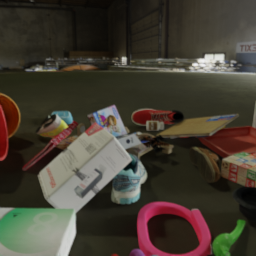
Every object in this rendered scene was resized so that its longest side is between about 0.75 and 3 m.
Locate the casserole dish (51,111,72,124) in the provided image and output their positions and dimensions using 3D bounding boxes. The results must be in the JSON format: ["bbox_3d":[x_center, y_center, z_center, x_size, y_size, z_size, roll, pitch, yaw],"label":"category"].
[{"bbox_3d":[-3.735,-0.588,15.594,1.216,0.389,2.008,-4,17,-12],"label":"casserole dish"}]

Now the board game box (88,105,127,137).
[{"bbox_3d":[-0.724,-0.017,10.737,0.302,1.466,1.463,-21,5,35],"label":"board game box"}]

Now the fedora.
[{"bbox_3d":[3.096,1.893,6.669,1.214,0.554,1.214,1,17,0],"label":"fedora"}]

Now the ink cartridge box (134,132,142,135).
[{"bbox_3d":[0.519,0.427,12.292,0.435,0.250,0.750,-9,18,-28],"label":"ink cartridge box"}]

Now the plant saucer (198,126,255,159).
[{"bbox_3d":[4.437,0.634,11.052,2.801,0.514,2.796,-4,17,-12],"label":"plant saucer"}]

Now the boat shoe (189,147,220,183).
[{"bbox_3d":[2.620,1.094,9.077,0.711,0.753,2.092,1,18,-5],"label":"boat shoe"}]

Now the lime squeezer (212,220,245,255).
[{"bbox_3d":[2.096,2.501,4.999,1.045,0.558,2.958,30,13,-7],"label":"lime squeezer"}]

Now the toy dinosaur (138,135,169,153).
[{"bbox_3d":[0.982,0.514,10.444,1.279,0.653,0.868,-12,10,-24],"label":"toy dinosaur"}]

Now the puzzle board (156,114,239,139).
[{"bbox_3d":[2.923,-0.016,12.046,2.187,0.252,2.902,-25,12,-36],"label":"puzzle board"}]

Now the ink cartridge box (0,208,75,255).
[{"bbox_3d":[-2.372,2.408,4.709,2.375,0.739,2.952,0,15,3],"label":"ink cartridge box"}]

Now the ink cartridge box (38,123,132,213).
[{"bbox_3d":[-1.171,1.020,7.264,2.125,0.901,1.548,-41,27,-9],"label":"ink cartridge box"}]

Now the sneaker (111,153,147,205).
[{"bbox_3d":[0.083,1.180,8.208,0.960,1.067,2.472,2,17,3],"label":"sneaker"}]

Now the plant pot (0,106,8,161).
[{"bbox_3d":[-5.938,0.027,9.670,2.546,2.878,2.878,-13,18,-8],"label":"plant pot"}]

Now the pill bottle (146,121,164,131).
[{"bbox_3d":[1.315,-0.098,13.708,0.818,0.468,0.468,-1,16,-2],"label":"pill bottle"}]

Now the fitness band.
[{"bbox_3d":[0.931,2.194,5.963,1.463,0.381,2.036,-1,16,-1],"label":"fitness band"}]

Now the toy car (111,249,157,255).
[{"bbox_3d":[0.052,2.354,4.249,1.362,1.022,1.192,-4,16,-13],"label":"toy car"}]

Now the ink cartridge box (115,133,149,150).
[{"bbox_3d":[-0.582,0.615,9.439,2.378,0.466,1.183,-17,3,-29],"label":"ink cartridge box"}]

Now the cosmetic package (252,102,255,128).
[{"bbox_3d":[6.668,-0.204,11.829,1.698,1.708,2.042,-5,17,-19],"label":"cosmetic package"}]

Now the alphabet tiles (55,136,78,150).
[{"bbox_3d":[-2.356,0.638,11.921,1.293,0.058,1.546,13,20,36],"label":"alphabet tiles"}]

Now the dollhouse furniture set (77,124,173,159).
[{"bbox_3d":[-0.104,0.333,10.550,2.885,1.409,2.461,10,20,32],"label":"dollhouse furniture set"}]

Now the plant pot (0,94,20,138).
[{"bbox_3d":[-6.131,-0.405,12.444,2.086,2.086,1.910,-12,4,-36],"label":"plant pot"}]

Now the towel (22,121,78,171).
[{"bbox_3d":[-2.728,0.575,10.008,1.616,0.251,2.234,-38,9,20],"label":"towel"}]

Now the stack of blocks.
[{"bbox_3d":[4.062,1.221,8.929,2.010,0.589,1.157,-11,20,-34],"label":"stack of blocks"}]

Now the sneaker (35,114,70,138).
[{"bbox_3d":[-3.287,0.119,12.400,1.136,0.983,2.516,38,-18,-23],"label":"sneaker"}]

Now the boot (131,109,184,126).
[{"bbox_3d":[1.446,-0.566,13.916,2.415,0.874,1.742,0,-1,-8],"label":"boot"}]
